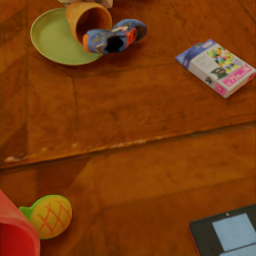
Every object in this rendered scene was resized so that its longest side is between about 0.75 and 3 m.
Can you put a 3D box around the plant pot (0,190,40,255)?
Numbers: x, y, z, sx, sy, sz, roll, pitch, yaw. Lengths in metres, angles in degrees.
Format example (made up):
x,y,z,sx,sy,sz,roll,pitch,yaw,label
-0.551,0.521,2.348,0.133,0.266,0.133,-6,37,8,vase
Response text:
x,y,z,sx,sy,sz,roll,pitch,yaw,label
-3.167,1.582,4.254,2.812,2.812,2.488,-36,53,-21,plant pot

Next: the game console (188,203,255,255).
x,y,z,sx,sy,sz,roll,pitch,yaw,label
2.281,2.414,5.567,1.775,0.275,1.570,-12,58,-8,game console

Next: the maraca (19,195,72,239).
x,y,z,sx,sy,sz,roll,pitch,yaw,label
-1.650,1.785,5.515,1.227,0.656,0.841,-6,88,-43,maraca

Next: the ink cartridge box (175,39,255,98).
x,y,z,sx,sy,sz,roll,pitch,yaw,label
2.535,-1.888,8.299,1.231,0.433,2.062,-35,62,-21,ink cartridge box

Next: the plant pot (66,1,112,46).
x,y,z,sx,sy,sz,roll,pitch,yaw,label
-1.315,-3.283,8.557,1.251,1.251,1.146,-29,53,-18,plant pot

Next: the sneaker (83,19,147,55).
x,y,z,sx,sy,sz,roll,pitch,yaw,label
-0.226,-2.593,8.294,2.191,0.825,0.859,-31,49,-28,sneaker

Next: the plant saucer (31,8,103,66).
x,y,z,sx,sy,sz,roll,pitch,yaw,label
-1.751,-2.784,8.704,2.393,0.372,2.393,5,60,-8,plant saucer

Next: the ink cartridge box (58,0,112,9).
x,y,z,sx,sy,sz,roll,pitch,yaw,label
-1.451,-4.375,8.644,1.488,2.039,0.857,-1,93,13,ink cartridge box
